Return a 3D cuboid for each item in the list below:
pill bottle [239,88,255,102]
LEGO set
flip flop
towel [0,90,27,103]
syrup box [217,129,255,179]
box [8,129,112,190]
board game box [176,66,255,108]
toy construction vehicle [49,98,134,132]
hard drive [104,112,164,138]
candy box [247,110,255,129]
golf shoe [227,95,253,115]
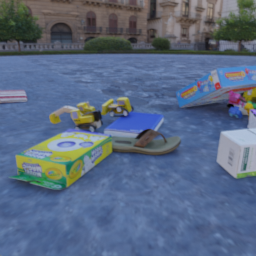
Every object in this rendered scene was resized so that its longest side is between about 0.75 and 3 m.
[{"bbox_3d":[6.599,-2.082,14.152,2.681,1.532,1.532,1,19,2],"label":"pill bottle"},{"bbox_3d":[4.672,-0.828,10.891,2.287,0.939,0.872,23,72,48],"label":"LEGO set"},{"bbox_3d":[0.459,0.337,8.304,2.215,0.638,0.898,3,19,6],"label":"flip flop"},{"bbox_3d":[-6.325,-1.672,14.970,1.662,0.262,2.307,-6,21,-22],"label":"towel"},{"bbox_3d":[3.533,0.565,7.184,2.262,0.891,0.921,-4,22,-13],"label":"syrup box"},{"bbox_3d":[-1.650,0.727,7.241,1.505,0.621,2.566,8,22,22],"label":"box"},{"bbox_3d":[4.124,-1.818,12.563,2.843,0.795,2.784,-10,-8,-28],"label":"board game box"},{"bbox_3d":[-1.359,-0.652,10.484,2.504,0.882,2.180,0,23,28],"label":"toy construction vehicle"},{"bbox_3d":[0.294,-0.105,10.153,1.559,0.300,2.363,6,19,17],"label":"hard drive"},{"bbox_3d":[5.018,0.043,8.998,1.749,0.746,2.085,3,19,10],"label":"candy box"},{"bbox_3d":[4.928,-0.774,11.918,0.778,0.614,1.690,-38,33,4],"label":"golf shoe"}]
